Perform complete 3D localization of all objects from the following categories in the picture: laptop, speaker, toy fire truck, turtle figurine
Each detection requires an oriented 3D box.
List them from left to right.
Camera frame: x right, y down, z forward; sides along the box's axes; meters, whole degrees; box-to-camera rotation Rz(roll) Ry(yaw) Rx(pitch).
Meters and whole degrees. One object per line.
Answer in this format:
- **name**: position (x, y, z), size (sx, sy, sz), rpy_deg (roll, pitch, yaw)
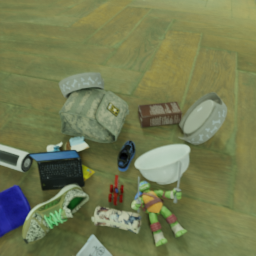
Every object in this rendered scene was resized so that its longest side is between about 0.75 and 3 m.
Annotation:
- **speaker**: position (-4.900, 1.169, 11.351), size (1.933, 0.785, 0.785), rpy_deg (14, 44, 15)
- **laptop**: position (-2.493, 1.537, 9.944), size (1.634, 1.844, 0.952), rpy_deg (-4, 16, -1)
- **toy fire truck**: position (-0.442, 2.263, 10.095), size (0.516, 0.772, 0.919), rpy_deg (2, 48, 3)
- **turtle figurine**: position (0.996, 2.526, 9.002), size (1.566, 2.177, 2.111), rpy_deg (-3, 58, -45)

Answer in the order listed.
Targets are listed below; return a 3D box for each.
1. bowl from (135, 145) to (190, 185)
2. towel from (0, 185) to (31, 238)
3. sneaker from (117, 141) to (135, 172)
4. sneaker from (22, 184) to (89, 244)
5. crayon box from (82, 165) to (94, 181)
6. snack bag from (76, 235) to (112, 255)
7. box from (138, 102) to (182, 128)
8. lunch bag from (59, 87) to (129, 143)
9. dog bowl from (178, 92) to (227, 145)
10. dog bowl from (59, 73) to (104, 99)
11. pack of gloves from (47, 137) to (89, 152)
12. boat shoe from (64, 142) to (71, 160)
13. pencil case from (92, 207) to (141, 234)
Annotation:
- **bowl**: position (1.402, 1.468, 10.562), size (2.145, 0.964, 2.145), rpy_deg (-19, 11, 4)
- **towel**: position (-4.543, 2.967, 9.495), size (2.257, 0.559, 1.667), rpy_deg (-27, 48, -27)
- **sneaker**: position (-0.054, 1.017, 11.617), size (0.570, 0.634, 1.627), rpy_deg (8, 43, 9)
- **sneaker**: position (-2.288, 2.763, 9.092), size (2.487, 0.956, 1.102), rpy_deg (-41, 21, -32)
- **crayon box**: position (-1.762, 1.774, 11.052), size (0.786, 0.200, 0.499), rpy_deg (23, 41, 28)
- **snack bag**: position (-1.025, 3.996, 8.071), size (1.301, 0.139, 1.227), rpy_deg (51, 54, -8)
- **box**: position (1.498, -0.639, 13.371), size (1.939, 0.727, 0.971), rpy_deg (-5, 39, -6)
- **lunch bag**: position (-1.440, -0.627, 12.771), size (2.724, 1.601, 2.234), rpy_deg (13, 44, 6)
- **dog bowl**: position (3.179, -0.345, 12.016), size (0.719, 2.453, 2.453), rpy_deg (37, 43, -13)
- **dog bowl**: position (-2.160, -1.949, 13.389), size (2.206, 2.206, 0.647), rpy_deg (-11, 84, -12)
- **pack of gloves**: position (-2.561, 0.656, 11.422), size (1.653, 0.388, 1.967), rpy_deg (-19, 15, -11)
- **boat shoe**: position (-2.333, 1.094, 11.609), size (0.452, 0.463, 1.225), rpy_deg (-21, 50, 9)
- **pencil case**: position (-0.370, 3.054, 9.302), size (1.600, 0.623, 0.716), rpy_deg (8, 1, 8)
